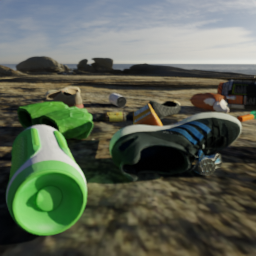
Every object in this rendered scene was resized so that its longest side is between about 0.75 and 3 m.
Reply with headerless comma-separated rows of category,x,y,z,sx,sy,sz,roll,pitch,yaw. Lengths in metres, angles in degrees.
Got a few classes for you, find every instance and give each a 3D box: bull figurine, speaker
bull figurine,3.730,-1.131,12.219,1.414,0.758,2.328,-2,15,-26
speaker,-1.280,0.612,4.228,1.017,1.017,2.300,-5,14,-19
speaker,-0.519,-1.342,13.522,0.538,0.538,1.324,-5,14,-20

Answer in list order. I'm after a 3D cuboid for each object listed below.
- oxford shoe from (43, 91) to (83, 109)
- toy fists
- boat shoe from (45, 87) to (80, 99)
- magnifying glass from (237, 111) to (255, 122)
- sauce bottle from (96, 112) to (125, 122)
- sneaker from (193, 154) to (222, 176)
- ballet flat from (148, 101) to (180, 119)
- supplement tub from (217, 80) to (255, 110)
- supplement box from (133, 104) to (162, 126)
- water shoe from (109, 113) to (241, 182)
oxford shoe,-2.947,-1.273,12.550,2.180,0.815,0.768,3,15,26
toy fists,-2.059,-0.213,8.118,2.551,0.877,1.300,15,27,43
boat shoe,-3.599,-1.862,15.542,1.898,0.685,0.617,-9,21,-15
magnifying glass,4.701,-0.427,10.470,1.850,0.207,0.736,-8,15,-36
sauce bottle,-0.624,-0.386,9.930,1.045,0.338,0.338,-2,13,-8
sneaker,1.497,0.734,5.450,0.825,0.323,0.371,-9,-4,-45
ballet flat,1.492,-0.844,11.016,0.831,0.710,2.500,7,15,28
supplement tub,5.121,-1.485,12.510,2.080,1.274,1.274,9,16,28
supplement box,0.464,-0.137,6.701,0.560,0.542,1.628,-31,11,10
water shoe,1.087,0.461,5.478,2.846,1.018,1.123,-9,34,-13
